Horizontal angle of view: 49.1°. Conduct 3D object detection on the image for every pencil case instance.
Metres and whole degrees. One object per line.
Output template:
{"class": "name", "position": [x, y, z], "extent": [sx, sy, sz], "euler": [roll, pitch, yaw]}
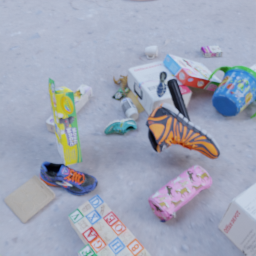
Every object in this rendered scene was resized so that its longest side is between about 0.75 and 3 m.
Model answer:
{"class": "pencil case", "position": [1.787, 2.174, 9.486], "extent": [2.310, 0.957, 1.000], "euler": [-31, 73, -26]}

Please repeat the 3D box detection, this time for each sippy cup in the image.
{"class": "sippy cup", "position": [4.720, -1.502, 12.450], "extent": [2.420, 1.900, 1.774], "euler": [28, 64, 35]}

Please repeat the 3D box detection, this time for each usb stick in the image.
{"class": "usb stick", "position": [2.112, -0.705, 11.107], "extent": [0.427, 2.617, 0.726], "euler": [-18, 14, 18]}

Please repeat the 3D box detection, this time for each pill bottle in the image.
{"class": "pill bottle", "position": [0.070, -0.815, 12.525], "extent": [0.570, 0.570, 1.003], "euler": [-16, 49, -14]}

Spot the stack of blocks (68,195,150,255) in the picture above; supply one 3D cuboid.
{"class": "stack of blocks", "position": [-0.719, 3.497, 8.360], "extent": [1.533, 0.780, 2.662], "euler": [-31, 54, -26]}

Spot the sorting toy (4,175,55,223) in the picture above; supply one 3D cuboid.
{"class": "sorting toy", "position": [-3.408, 2.454, 9.739], "extent": [1.257, 0.248, 1.358], "euler": [34, 60, 27]}

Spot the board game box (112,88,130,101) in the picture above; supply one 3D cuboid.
{"class": "board game box", "position": [-0.342, -1.660, 13.633], "extent": [0.486, 0.109, 0.927], "euler": [22, 51, 22]}

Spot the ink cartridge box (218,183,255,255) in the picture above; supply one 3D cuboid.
{"class": "ink cartridge box", "position": [4.066, 3.142, 7.920], "extent": [1.102, 1.909, 2.614], "euler": [-28, 54, -24]}

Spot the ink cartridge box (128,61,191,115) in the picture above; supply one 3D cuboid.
{"class": "ink cartridge box", "position": [1.373, -1.831, 13.064], "extent": [1.946, 1.129, 2.637], "euler": [-16, 47, -18]}

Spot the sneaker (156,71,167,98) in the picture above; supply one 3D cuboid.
{"class": "sneaker", "position": [1.312, -1.605, 10.601], "extent": [0.383, 0.423, 0.994], "euler": [11, 85, 11]}

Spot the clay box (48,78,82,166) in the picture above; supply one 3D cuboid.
{"class": "clay box", "position": [-2.245, -0.313, 9.868], "extent": [0.682, 2.864, 1.646], "euler": [-10, 18, -21]}

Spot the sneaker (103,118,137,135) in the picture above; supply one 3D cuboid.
{"class": "sneaker", "position": [-0.321, -0.002, 11.812], "extent": [1.462, 0.566, 0.582], "euler": [-16, 58, -14]}

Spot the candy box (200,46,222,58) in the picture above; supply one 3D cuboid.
{"class": "candy box", "position": [4.741, -4.356, 15.985], "extent": [1.051, 0.321, 0.717], "euler": [-5, 47, -5]}

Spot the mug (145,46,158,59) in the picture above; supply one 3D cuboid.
{"class": "mug", "position": [1.292, -4.231, 15.774], "extent": [0.670, 0.564, 0.764], "euler": [3, 77, 13]}

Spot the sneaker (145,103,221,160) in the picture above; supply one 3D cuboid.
{"class": "sneaker", "position": [1.786, 0.507, 9.958], "extent": [2.822, 1.095, 1.581], "euler": [37, 66, 12]}

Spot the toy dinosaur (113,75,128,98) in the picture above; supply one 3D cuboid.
{"class": "toy dinosaur", "position": [-0.272, -2.241, 13.881], "extent": [0.955, 0.543, 1.798], "euler": [9, 48, 7]}

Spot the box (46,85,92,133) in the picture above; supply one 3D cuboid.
{"class": "box", "position": [-2.580, -0.905, 12.601], "extent": [0.552, 0.591, 2.852], "euler": [20, 51, 18]}

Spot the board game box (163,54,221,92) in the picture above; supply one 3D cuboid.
{"class": "board game box", "position": [3.140, -2.632, 13.492], "extent": [2.510, 0.506, 1.921], "euler": [5, 39, -35]}

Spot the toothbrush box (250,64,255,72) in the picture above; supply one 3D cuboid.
{"class": "toothbrush box", "position": [6.523, -2.049, 13.440], "extent": [1.518, 0.898, 2.085], "euler": [-31, 55, -25]}

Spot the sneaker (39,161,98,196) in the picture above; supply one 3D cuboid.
{"class": "sneaker", "position": [-2.166, 1.754, 9.910], "extent": [2.233, 0.876, 0.841], "euler": [10, 51, 7]}
